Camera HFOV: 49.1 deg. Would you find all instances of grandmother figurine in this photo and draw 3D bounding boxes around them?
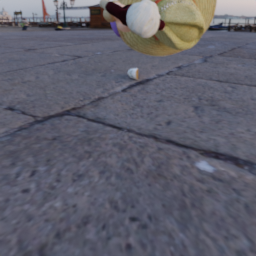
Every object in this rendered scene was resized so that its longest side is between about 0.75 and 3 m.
[{"bbox_3d":[0.087,-1.671,4.284,1.074,0.536,1.771,4,23,-12],"label":"grandmother figurine"}]

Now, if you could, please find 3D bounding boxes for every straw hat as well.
[{"bbox_3d":[1.173,-2.535,6.748,2.804,2.804,1.187,-7,50,-15],"label":"straw hat"}]

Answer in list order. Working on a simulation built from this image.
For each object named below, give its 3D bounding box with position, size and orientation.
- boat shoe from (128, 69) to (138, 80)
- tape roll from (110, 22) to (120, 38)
[{"bbox_3d":[0.244,-2.822,14.633,0.543,0.555,1.567,1,14,2],"label":"boat shoe"},{"bbox_3d":[-0.130,-2.805,7.374,0.331,0.779,0.779,-6,18,32],"label":"tape roll"}]
